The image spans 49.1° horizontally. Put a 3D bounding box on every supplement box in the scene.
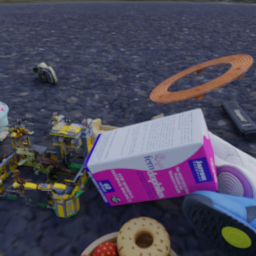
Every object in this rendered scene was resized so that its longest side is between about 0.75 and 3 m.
[{"bbox_3d":[0.448,0.586,5.257,2.161,1.093,1.117,-15,28,20],"label":"supplement box"}]

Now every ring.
[{"bbox_3d":[1.989,-1.328,7.862,2.901,0.278,2.901,-23,19,9],"label":"ring"}]

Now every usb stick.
[{"bbox_3d":[3.321,-0.279,8.370,0.572,0.336,2.062,0,29,0],"label":"usb stick"}]

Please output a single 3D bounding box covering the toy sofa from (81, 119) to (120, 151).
[{"bbox_3d":[-0.033,0.437,6.651,2.020,0.985,0.836,8,14,16],"label":"toy sofa"}]

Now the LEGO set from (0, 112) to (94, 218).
[{"bbox_3d":[-1.862,0.515,5.721,2.627,1.522,2.020,12,31,20],"label":"LEGO set"}]

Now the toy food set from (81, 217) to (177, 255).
[{"bbox_3d":[0.046,2.111,3.999,1.710,0.416,1.692,-12,32,-22],"label":"toy food set"}]

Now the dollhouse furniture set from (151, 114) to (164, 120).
[{"bbox_3d":[0.695,0.048,7.224,0.716,0.780,0.507,-21,80,-31],"label":"dollhouse furniture set"}]

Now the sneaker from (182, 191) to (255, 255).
[{"bbox_3d":[2.297,1.568,4.311,2.864,0.944,1.123,20,45,23],"label":"sneaker"}]

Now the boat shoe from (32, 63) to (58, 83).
[{"bbox_3d":[-3.455,-2.198,11.571,0.612,0.665,1.862,-26,38,-21],"label":"boat shoe"}]

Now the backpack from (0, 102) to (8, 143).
[{"bbox_3d":[-4.079,-0.143,6.965,1.886,1.600,2.125,11,23,4],"label":"backpack"}]

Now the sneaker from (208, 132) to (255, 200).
[{"bbox_3d":[2.073,0.840,6.028,1.317,0.990,2.644,8,25,-25],"label":"sneaker"}]
